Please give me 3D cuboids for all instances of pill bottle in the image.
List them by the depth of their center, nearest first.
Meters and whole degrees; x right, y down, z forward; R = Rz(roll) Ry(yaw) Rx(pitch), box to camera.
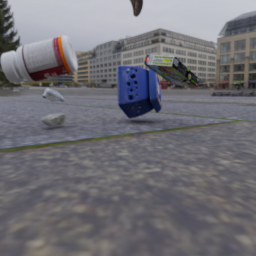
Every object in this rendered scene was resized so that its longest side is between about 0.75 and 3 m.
[{"bbox_3d":[-2.510,-1.910,8.024,1.910,1.046,1.046,-13,7,3],"label":"pill bottle"}]

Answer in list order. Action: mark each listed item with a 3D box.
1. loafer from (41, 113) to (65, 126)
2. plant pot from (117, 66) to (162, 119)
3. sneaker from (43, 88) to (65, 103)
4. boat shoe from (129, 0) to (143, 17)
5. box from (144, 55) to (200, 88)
[{"bbox_3d":[-2.281,-0.282,8.652,0.389,0.390,1.116,14,7,11],"label":"loafer"},{"bbox_3d":[0.463,-1.315,10.171,1.381,1.536,1.536,-5,-17,14],"label":"plant pot"},{"bbox_3d":[-2.603,-1.071,9.735,0.388,0.376,1.063,48,7,22],"label":"sneaker"},{"bbox_3d":[0.187,-3.258,7.090,0.301,0.838,0.317,24,42,27],"label":"boat shoe"},{"bbox_3d":[1.383,-1.721,8.605,0.986,0.311,1.793,15,-3,39],"label":"box"}]
